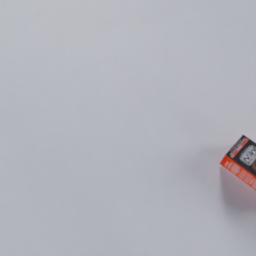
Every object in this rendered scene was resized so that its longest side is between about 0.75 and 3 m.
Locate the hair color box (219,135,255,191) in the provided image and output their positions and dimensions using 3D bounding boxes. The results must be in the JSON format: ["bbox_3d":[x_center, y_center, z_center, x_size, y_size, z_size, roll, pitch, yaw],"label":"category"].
[{"bbox_3d":[3.844,1.235,8.073,2.062,0.631,1.047,39,63,22],"label":"hair color box"}]
